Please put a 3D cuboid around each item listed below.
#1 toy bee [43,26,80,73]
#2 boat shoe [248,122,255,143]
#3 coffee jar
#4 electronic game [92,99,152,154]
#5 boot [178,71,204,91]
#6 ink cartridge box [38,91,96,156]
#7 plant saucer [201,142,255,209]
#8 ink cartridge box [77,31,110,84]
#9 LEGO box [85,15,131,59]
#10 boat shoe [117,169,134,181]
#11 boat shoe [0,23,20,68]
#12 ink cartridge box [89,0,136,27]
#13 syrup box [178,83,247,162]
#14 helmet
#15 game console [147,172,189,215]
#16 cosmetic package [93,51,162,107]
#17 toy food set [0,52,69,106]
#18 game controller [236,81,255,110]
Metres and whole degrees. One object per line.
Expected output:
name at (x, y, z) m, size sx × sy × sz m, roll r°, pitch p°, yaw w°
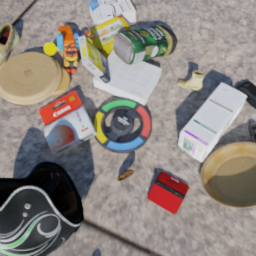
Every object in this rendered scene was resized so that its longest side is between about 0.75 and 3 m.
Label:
toy bee at (-2.653, -3.245, 12.018) m, size 1.909 × 1.585 × 2.917 m, roll 6°, pitch 34°, yaw -2°
boat shoe at (4.991, 0.483, 10.497) m, size 0.585 × 0.499 × 1.750 m, roll -5°, pitch 63°, yaw -2°
coffee jar at (0.790, -3.545, 11.824) m, size 2.654 × 1.132 × 1.384 m, roll -22°, pitch 56°, yaw -34°
electronic game at (-0.233, -0.108, 10.812) m, size 2.326 × 0.484 × 2.326 m, roll 0°, pitch 62°, yaw 0°
boot at (2.588, -2.010, 11.563) m, size 1.036 × 0.806 × 0.377 m, roll 19°, pitch 48°, yaw 20°
ink cartridge box at (-2.414, -0.296, 10.672) m, size 1.765 × 0.546 × 2.177 m, roll -29°, pitch 70°, yaw -1°
plant saucer at (3.799, 1.619, 9.409) m, size 2.632 × 0.466 × 2.632 m, roll -19°, pitch 39°, yaw 16°
ink cartridge box at (-1.307, -2.765, 10.862) m, size 0.389 × 1.637 × 1.656 m, roll -20°, pitch 64°, yaw 20°
LEGO box at (-0.789, -4.022, 12.541) m, size 1.855 × 0.716 × 1.381 m, roll -26°, pitch 65°, yaw -2°
boat shoe at (-0.078, 1.658, 9.714) m, size 0.275 × 0.763 × 0.258 m, roll 45°, pitch 37°, yaw -17°
boat shoe at (-5.794, -3.480, 12.313) m, size 1.023 × 0.918 × 2.764 m, roll 13°, pitch 63°, yaw 7°
ink cartridge box at (-0.750, -5.498, 13.422) m, size 1.921 × 0.810 × 1.403 m, roll -19°, pitch 64°, yaw -10°
syrup box at (3.119, -0.233, 10.465) m, size 1.156 × 1.118 × 2.840 m, roll 35°, pitch 68°, yaw 23°
helmet at (-2.946, 2.481, 8.267) m, size 2.600 × 2.727 × 2.727 m, roll -30°, pitch 65°, yaw 7°
game console at (1.404, 2.245, 9.782) m, size 1.145 × 0.679 × 0.986 m, roll 28°, pitch 34°, yaw 15°
cosmetic package at (-0.019, -2.106, 11.772) m, size 2.346 × 0.606 × 1.769 m, roll 24°, pitch 62°, yaw 12°
toy food set at (-4.092, -2.118, 11.745) m, size 2.799 × 0.681 × 2.771 m, roll -36°, pitch 68°, yaw -17°
game controller at (5.303, -1.219, 11.524) m, size 0.921 × 0.372 × 1.765 m, roll -29°, pitch 66°, yaw -30°
